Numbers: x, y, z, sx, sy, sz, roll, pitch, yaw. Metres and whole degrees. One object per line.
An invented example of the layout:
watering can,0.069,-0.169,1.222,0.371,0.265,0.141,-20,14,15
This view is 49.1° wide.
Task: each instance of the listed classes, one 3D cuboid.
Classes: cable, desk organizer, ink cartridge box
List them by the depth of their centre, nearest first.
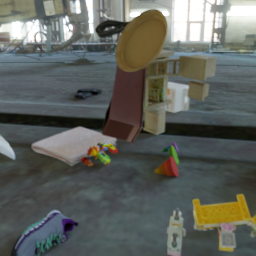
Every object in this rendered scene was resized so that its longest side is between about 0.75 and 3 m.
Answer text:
desk organizer,-0.076,-0.694,7.010,0.783,0.729,2.033,15,52,-11
cable,-0.014,-2.756,7.479,2.462,1.196,0.620,34,-1,38
ink cartridge box,1.933,-1.402,12.630,1.055,1.083,1.684,-18,26,-40

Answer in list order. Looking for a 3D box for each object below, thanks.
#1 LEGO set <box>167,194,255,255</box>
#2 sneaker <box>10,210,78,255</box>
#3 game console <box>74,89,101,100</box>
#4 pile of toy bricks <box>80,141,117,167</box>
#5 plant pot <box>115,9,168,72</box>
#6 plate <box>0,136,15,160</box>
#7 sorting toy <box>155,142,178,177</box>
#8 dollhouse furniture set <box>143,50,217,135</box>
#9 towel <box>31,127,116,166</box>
LEGO set,1.842,1.769,4.354,2.432,0.905,1.119,11,56,17
sneaker,-1.303,1.765,4.498,0.538,0.458,1.230,12,21,18
game console,-2.340,-1.853,15.261,1.221,0.249,2.070,5,18,15
pile of toy bricks,-0.694,0.772,7.383,0.566,0.636,1.147,39,17,15
plant pot,0.310,-1.948,6.372,0.210,1.526,1.526,22,-1,-44
plate,-4.067,0.112,7.740,1.805,0.292,1.802,22,-16,48
sorting toy,1.002,0.832,7.356,0.529,0.533,1.537,-19,16,18
dollhouse furniture set,1.070,-0.755,8.277,1.530,2.753,2.435,-20,29,-37
towel,-1.582,0.492,8.383,1.800,0.304,1.885,15,24,36
